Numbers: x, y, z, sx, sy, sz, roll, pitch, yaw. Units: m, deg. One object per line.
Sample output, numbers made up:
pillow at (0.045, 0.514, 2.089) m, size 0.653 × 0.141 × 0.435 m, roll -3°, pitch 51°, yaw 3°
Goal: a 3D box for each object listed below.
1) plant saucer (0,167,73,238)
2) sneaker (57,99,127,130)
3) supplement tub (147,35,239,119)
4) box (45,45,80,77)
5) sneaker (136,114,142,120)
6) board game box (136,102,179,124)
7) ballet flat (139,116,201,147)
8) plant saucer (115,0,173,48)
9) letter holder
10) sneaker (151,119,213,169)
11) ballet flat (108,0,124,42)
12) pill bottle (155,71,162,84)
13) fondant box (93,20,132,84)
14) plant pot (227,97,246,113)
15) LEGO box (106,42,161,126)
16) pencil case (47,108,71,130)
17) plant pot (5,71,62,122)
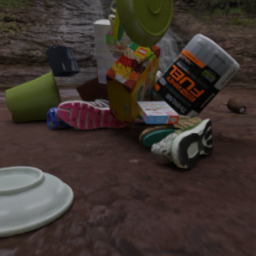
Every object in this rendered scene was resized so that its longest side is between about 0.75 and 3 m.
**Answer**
plant saucer at (-1.790, 0.966, 4.273) m, size 1.861 × 0.467 × 1.861 m, roll 0°, pitch 11°, yaw 0°
sneaker at (-1.278, -0.557, 10.247) m, size 2.677 × 0.987 × 1.171 m, roll 2°, pitch 19°, yaw -24°
supplement tub at (1.932, -1.350, 8.980) m, size 1.741 × 2.843 × 1.741 m, roll 35°, pitch 18°, yaw -13°
box at (-2.433, -2.475, 10.458) m, size 0.544 × 1.044 × 0.951 m, roll -19°, pitch -2°, yaw 29°
sneaker at (1.020, -0.727, 10.854) m, size 2.240 × 0.954 × 0.874 m, roll 9°, pitch 6°, yaw 22°
board game box at (0.746, -0.422, 7.464) m, size 0.861 × 0.227 × 1.125 m, roll -1°, pitch 23°, yaw -13°
ballet flat at (1.211, 0.035, 7.829) m, size 2.404 × 0.848 × 0.785 m, roll 0°, pitch 51°, yaw -34°
plant saucer at (0.528, -3.052, 6.793) m, size 0.329 × 2.119 × 2.119 m, roll 9°, pitch 14°, yaw 40°
letter holder at (-1.028, -1.695, 12.833) m, size 2.119 × 1.506 × 1.066 m, roll -23°, pitch 12°, yaw 17°
sneaker at (1.352, 0.281, 6.754) m, size 1.044 × 0.906 × 2.355 m, roll 3°, pitch 9°, yaw 35°
ballet flat at (-0.276, -3.059, 7.634) m, size 0.498 × 1.487 × 0.497 m, roll 24°, pitch 55°, yaw 3°
pill bottle at (1.226, -2.284, 13.033) m, size 0.752 × 0.409 × 0.409 m, roll -39°, pitch 20°, yaw -7°
fondant box at (-0.352, -2.753, 10.545) m, size 1.680 × 2.328 × 0.678 m, roll 14°, pitch 37°, yaw 24°
plant pot at (5.531, -1.066, 14.096) m, size 0.786 × 0.786 × 0.841 m, roll -2°, pitch 27°, yaw -10°
LEGO box at (0.162, -1.375, 8.832) m, size 0.871 × 1.681 × 2.257 m, roll 29°, pitch -24°, yaw 14°
pencil case at (-2.174, -0.432, 10.515) m, size 1.837 × 0.798 × 0.717 m, roll -10°, pitch -21°, yaw -45°
plant pot at (-3.861, -1.109, 11.599) m, size 2.051 × 2.160 × 2.160 m, roll -17°, pitch 15°, yaw -15°
